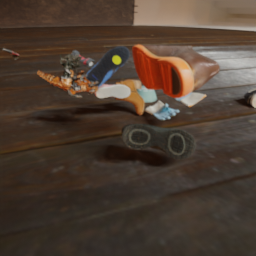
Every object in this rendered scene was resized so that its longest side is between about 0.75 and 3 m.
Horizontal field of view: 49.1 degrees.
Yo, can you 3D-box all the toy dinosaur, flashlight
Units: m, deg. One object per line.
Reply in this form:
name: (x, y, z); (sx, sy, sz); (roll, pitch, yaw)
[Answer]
toy dinosaur: (-1.484, -1.295, 7.130); (1.473, 1.000, 0.752); (12, -11, -35)
flashlight: (-1.707, -2.608, 10.513); (1.013, 0.344, 0.343); (38, 51, 25)

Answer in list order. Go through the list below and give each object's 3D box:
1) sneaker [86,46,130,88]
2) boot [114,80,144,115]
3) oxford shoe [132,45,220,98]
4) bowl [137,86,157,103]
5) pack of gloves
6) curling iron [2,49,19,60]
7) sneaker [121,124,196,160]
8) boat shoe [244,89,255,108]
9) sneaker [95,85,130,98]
sneaker: (-0.661, -1.702, 8.058); (1.706, 0.562, 0.669); (-47, 9, -16)
boot: (0.032, -0.982, 9.302); (0.949, 1.222, 0.469); (-10, 12, -29)
oxford shoe: (0.762, -1.176, 5.339); (0.857, 0.838, 2.350); (-21, 31, -14)
bowl: (0.697, -1.376, 11.136); (0.909, 0.476, 0.909); (0, 24, 0)
pack of gloves: (1.335, -0.858, 8.681); (1.443, 0.339, 1.717); (-35, 22, -5)
curling iron: (-3.198, -2.022, 7.635); (0.097, 0.189, 0.761); (43, 3, 4)
sneaker: (0.665, 0.203, 6.145); (1.738, 0.660, 0.789); (16, 8, -14)
boat shoe: (5.399, -1.236, 10.564); (2.071, 0.765, 0.625); (-14, 32, -10)
sneaker: (-0.539, -1.176, 8.778); (1.141, 0.430, 0.597); (-6, 21, -22)
